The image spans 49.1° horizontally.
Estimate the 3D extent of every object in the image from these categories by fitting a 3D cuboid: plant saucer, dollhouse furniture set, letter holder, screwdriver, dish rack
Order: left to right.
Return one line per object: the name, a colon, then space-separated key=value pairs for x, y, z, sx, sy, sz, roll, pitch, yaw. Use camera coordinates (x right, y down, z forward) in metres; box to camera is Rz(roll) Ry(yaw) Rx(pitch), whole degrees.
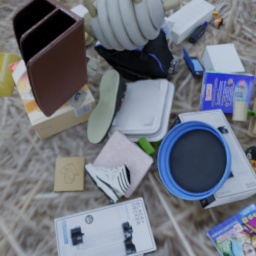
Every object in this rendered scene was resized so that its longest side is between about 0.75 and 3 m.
plant saucer: x=-5.011 y=-1.974 z=9.910 sx=1.922 sy=0.466 sz=1.922 roll=-3 pitch=61 yaw=-2
letter holder: x=-2.096 y=-1.615 z=7.050 sx=1.271 sy=2.527 sz=1.796 roll=36 pitch=68 yaw=10
dish rack: x=0.340 y=-0.644 z=8.738 sx=1.938 sy=0.492 sz=2.258 roll=-2 pitch=56 yaw=28
dollhouse furniture set: x=1.188 y=0.925 z=8.020 sx=1.140 sy=0.873 sz=1.740 roll=-29 pitch=64 yaw=-15
screwdriver: x=3.238 y=-4.387 z=11.281 sx=0.416 sy=0.399 sz=2.860 roll=40 pitch=68 yaw=-12

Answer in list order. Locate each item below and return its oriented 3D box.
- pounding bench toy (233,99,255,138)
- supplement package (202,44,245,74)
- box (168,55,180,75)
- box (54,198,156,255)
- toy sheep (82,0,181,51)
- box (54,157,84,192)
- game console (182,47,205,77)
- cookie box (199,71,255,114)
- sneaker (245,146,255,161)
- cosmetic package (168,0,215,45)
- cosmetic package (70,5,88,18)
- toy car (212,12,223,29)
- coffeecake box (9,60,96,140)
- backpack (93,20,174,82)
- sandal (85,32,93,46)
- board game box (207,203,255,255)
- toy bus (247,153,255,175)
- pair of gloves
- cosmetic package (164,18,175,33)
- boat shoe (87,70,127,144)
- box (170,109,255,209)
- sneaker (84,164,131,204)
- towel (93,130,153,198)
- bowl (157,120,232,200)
pounding bench toy: x=4.040 y=-0.338 z=8.110 sx=2.233 sy=1.742 sz=1.387 roll=13 pitch=94 yaw=10
supplement package: x=3.317 y=-2.214 z=9.891 sx=1.011 sy=0.720 sz=1.299 roll=-6 pitch=60 yaw=-4
box: x=1.344 y=-2.415 z=10.291 sx=0.923 sy=0.223 sz=0.731 roll=21 pitch=63 yaw=12
box: x=-0.583 y=2.729 z=7.097 sx=2.312 sy=0.695 sz=1.348 roll=-11 pitch=61 yaw=-7
toy sheep: x=-0.011 y=-2.903 z=7.177 sx=2.691 sy=1.855 sz=1.855 roll=-3 pitch=58 yaw=26
box: x=-1.718 y=1.359 z=8.217 sx=0.847 sy=0.110 sz=1.036 roll=-3 pitch=61 yaw=-1
game console: x=2.368 y=-2.363 z=9.945 sx=0.843 sy=0.584 sz=0.988 roll=-6 pitch=58 yaw=-21
cookie box: x=3.134 y=-1.141 z=9.001 sx=1.475 sy=0.554 sz=1.261 roll=5 pitch=104 yaw=3
sneaker: x=4.325 y=1.240 z=8.006 sx=2.103 sy=0.762 sz=0.756 roll=35 pitch=93 yaw=33
cosmetic package: x=2.363 y=-4.273 z=11.144 sx=2.254 sy=0.571 sz=0.930 roll=-41 pitch=68 yaw=-20
cosmetic package: x=-2.171 y=-4.233 z=11.131 sx=1.334 sy=0.566 sz=0.718 roll=-40 pitch=66 yaw=-18
toy car: x=3.512 y=-4.347 z=11.039 sx=0.333 sy=0.999 sz=0.490 roll=27 pitch=81 yaw=28
coffeecake box: x=-2.459 y=-1.227 z=9.197 sx=1.998 sy=0.951 sz=2.603 roll=-24 pitch=63 yaw=-13
backpack: x=0.208 y=-2.671 z=9.203 sx=2.378 sy=2.496 sz=1.923 roll=12 pitch=77 yaw=22
sandal: x=-1.812 y=-3.346 z=10.610 sx=1.598 sy=0.432 sz=0.642 roll=-32 pitch=50 yaw=-12
board game box: x=2.963 y=2.849 z=6.861 sx=1.455 sy=0.299 sz=1.451 roll=-31 pitch=56 yaw=-5
toy bus: x=3.553 y=1.146 z=7.834 sx=0.374 sy=0.724 sz=0.683 roll=-7 pitch=49 yaw=-11
pair of gloves: x=-1.929 y=-1.632 z=8.706 sx=1.748 sy=0.360 sz=2.055 roll=18 pitch=63 yaw=1
cosmetic package: x=0.488 y=-3.905 z=10.515 sx=2.205 sy=1.118 sz=0.786 roll=32 pitch=25 yaw=17
boat shoe: x=-0.578 y=-0.570 z=8.423 sx=0.844 sy=0.723 sz=2.306 roll=3 pitch=70 yaw=33
box: x=2.402 y=0.791 z=7.979 sx=1.529 sy=0.788 sz=2.622 roll=-8 pitch=61 yaw=-19
sneaker: x=-0.490 y=1.308 z=7.733 sx=0.948 sy=0.622 sz=1.647 roll=-38 pitch=40 yaw=-16
towel: x=-0.165 y=1.004 z=7.922 sx=1.453 sy=0.234 sz=1.387 roll=41 pitch=109 yaw=21
bowl: x=1.677 y=0.829 z=7.205 sx=2.015 sy=0.396 sz=2.015 roll=-14 pitch=69 yaw=40
